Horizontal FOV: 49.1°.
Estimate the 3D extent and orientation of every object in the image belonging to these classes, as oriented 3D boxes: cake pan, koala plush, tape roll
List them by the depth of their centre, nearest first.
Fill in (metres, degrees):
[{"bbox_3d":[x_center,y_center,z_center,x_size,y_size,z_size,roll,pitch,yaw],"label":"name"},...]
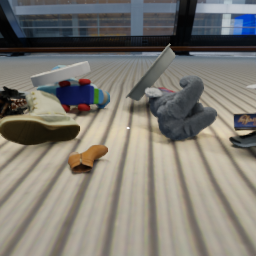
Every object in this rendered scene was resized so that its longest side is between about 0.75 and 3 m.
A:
[{"bbox_3d":[1.074,-0.490,7.076,1.450,1.399,1.578,-39,29,-12],"label":"koala plush"},{"bbox_3d":[0.802,-1.797,9.559,0.425,2.315,2.315,40,20,-3],"label":"cake pan"},{"bbox_3d":[-2.293,-1.852,9.599,2.042,0.373,2.042,-15,17,4],"label":"tape roll"}]

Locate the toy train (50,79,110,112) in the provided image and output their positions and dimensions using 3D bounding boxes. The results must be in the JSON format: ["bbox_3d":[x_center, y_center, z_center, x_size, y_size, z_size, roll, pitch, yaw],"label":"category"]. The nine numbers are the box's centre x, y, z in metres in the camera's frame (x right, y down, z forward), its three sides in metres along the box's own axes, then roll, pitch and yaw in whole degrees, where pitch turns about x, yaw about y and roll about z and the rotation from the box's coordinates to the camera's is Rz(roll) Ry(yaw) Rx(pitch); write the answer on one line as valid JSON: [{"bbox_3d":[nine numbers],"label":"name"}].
[{"bbox_3d":[-1.896,-1.042,9.693,2.380,1.007,1.377,1,0,30],"label":"toy train"}]

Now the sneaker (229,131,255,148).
[{"bbox_3d":[2.782,0.224,6.324,0.983,0.390,0.363,0,19,4],"label":"sneaker"}]

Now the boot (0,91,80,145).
[{"bbox_3d":[-2.184,-0.302,6.488,1.831,0.660,1.416,0,39,-44],"label":"boot"}]

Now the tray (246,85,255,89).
[{"bbox_3d":[6.346,-2.095,14.170,0.760,0.084,0.408,-13,21,-36],"label":"tray"}]

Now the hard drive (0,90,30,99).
[{"bbox_3d":[-3.861,-1.153,9.815,0.764,0.180,1.095,20,15,37],"label":"hard drive"}]

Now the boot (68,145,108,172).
[{"bbox_3d":[-0.724,0.601,5.311,0.809,0.298,0.626,-16,20,-10],"label":"boot"}]

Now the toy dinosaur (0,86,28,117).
[{"bbox_3d":[-3.850,-0.726,8.593,1.351,1.017,1.991,-6,32,38],"label":"toy dinosaur"}]

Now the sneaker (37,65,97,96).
[{"bbox_3d":[-2.207,-1.844,10.956,2.447,0.973,1.598,4,51,11],"label":"sneaker"}]

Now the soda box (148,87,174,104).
[{"bbox_3d":[1.304,-0.986,9.717,0.576,0.636,1.817,-3,18,-18],"label":"soda box"}]

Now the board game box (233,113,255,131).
[{"bbox_3d":[2.915,-0.116,6.068,1.153,0.295,1.702,-2,-3,22],"label":"board game box"}]
